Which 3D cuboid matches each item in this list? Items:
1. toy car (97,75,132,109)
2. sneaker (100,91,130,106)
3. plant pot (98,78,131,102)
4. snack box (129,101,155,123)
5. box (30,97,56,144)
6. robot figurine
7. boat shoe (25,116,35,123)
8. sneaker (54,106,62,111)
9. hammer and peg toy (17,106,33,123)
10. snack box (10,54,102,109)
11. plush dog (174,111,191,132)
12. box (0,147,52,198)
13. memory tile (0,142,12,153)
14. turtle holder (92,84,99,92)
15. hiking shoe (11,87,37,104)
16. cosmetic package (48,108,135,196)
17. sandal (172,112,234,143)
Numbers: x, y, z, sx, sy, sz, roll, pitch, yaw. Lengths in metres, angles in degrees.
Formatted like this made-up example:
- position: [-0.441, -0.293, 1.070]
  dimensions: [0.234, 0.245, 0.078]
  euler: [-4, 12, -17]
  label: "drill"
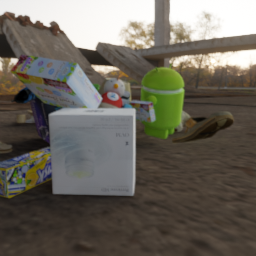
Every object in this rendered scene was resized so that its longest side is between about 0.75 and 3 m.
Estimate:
- position: [-0.476, -1.110, 8.913]
  dimensions: [1.319, 1.430, 1.265]
  euler: [18, -9, -8]
  label: "toy car"
- position: [-0.595, -0.755, 9.774]
  dimensions: [1.461, 0.840, 0.549]
  euler: [-12, 21, -9]
  label: "sneaker"
- position: [-0.651, -0.875, 11.225]
  dimensions: [1.952, 2.084, 1.952]
  euler: [11, 16, -3]
  label: "plant pot"
- position: [0.451, -0.538, 9.075]
  dimensions: [0.234, 0.627, 0.882]
  euler: [-29, 26, -36]
  label: "snack box"
- position: [-2.661, -0.452, 10.374]
  dimensions: [1.236, 1.754, 2.370]
  euler: [-18, 17, -27]
  label: "box"
- position: [1.209, -0.963, 10.134]
  dimensions: [1.512, 2.614, 2.294]
  euler: [17, 27, 32]
  label: "robot figurine"
- position: [-5.188, -0.510, 15.325]
  dimensions: [1.003, 0.428, 0.371]
  euler: [-10, 14, -44]
  label: "boat shoe"
- position: [-1.485, -0.244, 7.979]
  dimensions: [0.772, 0.690, 1.884]
  euler: [-28, 39, -15]
  label: "sneaker"
- position: [-4.803, -0.813, 15.318]
  dimensions: [2.602, 0.917, 1.914]
  euler: [-3, 10, -31]
  label: "hammer and peg toy"
- position: [-1.639, -0.992, 6.586]
  dimensions: [1.657, 0.561, 1.397]
  euler: [16, -20, 25]
  label: "snack box"
- position: [2.182, -0.488, 12.993]
  dimensions: [1.574, 1.470, 1.833]
  euler: [19, -4, -37]
  label: "plush dog"
- position: [-2.202, 0.939, 6.376]
  dimensions: [0.585, 0.637, 1.819]
  euler: [5, 11, 27]
  label: "box"
- position: [-4.990, 0.715, 9.035]
  dimensions: [2.087, 0.175, 1.599]
  euler: [-8, 13, -41]
  label: "memory tile"
- position: [-2.589, -1.263, 15.575]
  dimensions: [2.772, 2.106, 1.969]
  euler: [-16, -20, 0]
  label: "turtle holder"
- position: [-3.070, -1.209, 9.206]
  dimensions: [1.493, 0.556, 0.647]
  euler: [-34, 9, 10]
  label: "hiking shoe"
- position: [-0.695, 0.475, 5.976]
  dimensions: [1.680, 1.685, 1.036]
  euler: [0, 12, 3]
  label: "cosmetic package"
- position: [1.767, -0.062, 6.879]
  dimensions: [0.848, 0.570, 2.111]
  euler: [-4, -17, -19]
  label: "sandal"
